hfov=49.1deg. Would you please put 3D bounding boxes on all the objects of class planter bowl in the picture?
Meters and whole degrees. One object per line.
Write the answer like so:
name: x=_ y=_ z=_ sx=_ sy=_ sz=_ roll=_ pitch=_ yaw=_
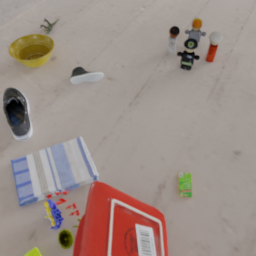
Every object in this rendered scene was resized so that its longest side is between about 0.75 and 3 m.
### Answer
planter bowl: x=-4.439 y=-3.475 z=13.213 sx=2.080 sy=0.866 sz=2.080 roll=0 pitch=51 yaw=0

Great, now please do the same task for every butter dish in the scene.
butter dish: x=-0.434 y=3.259 z=7.144 sx=2.795 sy=2.072 sz=2.803 roll=32 pitch=37 yaw=-28

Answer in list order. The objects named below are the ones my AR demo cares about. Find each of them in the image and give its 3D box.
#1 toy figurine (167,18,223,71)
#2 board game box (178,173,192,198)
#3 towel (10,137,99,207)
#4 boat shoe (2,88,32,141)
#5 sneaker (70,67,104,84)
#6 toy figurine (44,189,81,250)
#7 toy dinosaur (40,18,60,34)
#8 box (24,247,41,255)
toy figurine: x=3.047 y=-4.039 z=13.236 sx=2.207 sy=1.535 sz=2.172 roll=-20 pitch=54 yaw=-15
board game box: x=1.897 y=1.911 z=9.338 sx=0.428 sy=0.134 sz=0.897 roll=4 pitch=49 yaw=4
towel: x=-2.544 y=1.402 z=9.626 sx=2.703 sy=0.322 sz=1.985 roll=-18 pitch=53 yaw=-14
boat shoe: x=-4.457 y=-0.782 z=10.979 sx=0.997 sy=0.944 sz=2.850 roll=-16 pitch=53 yaw=-13
sneaker: x=-1.874 y=-2.466 z=12.602 sx=1.499 sy=0.530 sz=0.743 roll=-9 pitch=57 yaw=-2
toy figurine: x=-2.059 y=2.663 z=8.451 sx=0.883 sy=1.003 sz=1.674 roll=-24 pitch=98 yaw=-34
toy dinosaur: x=-4.359 y=-5.592 z=15.262 sx=0.684 sy=0.368 sz=1.552 roll=20 pitch=52 yaw=-2
box: x=-2.524 y=3.941 z=7.608 sx=0.690 sy=0.270 sz=1.131 roll=-33 pitch=58 yaw=-23
